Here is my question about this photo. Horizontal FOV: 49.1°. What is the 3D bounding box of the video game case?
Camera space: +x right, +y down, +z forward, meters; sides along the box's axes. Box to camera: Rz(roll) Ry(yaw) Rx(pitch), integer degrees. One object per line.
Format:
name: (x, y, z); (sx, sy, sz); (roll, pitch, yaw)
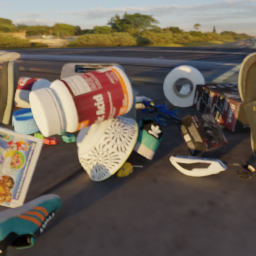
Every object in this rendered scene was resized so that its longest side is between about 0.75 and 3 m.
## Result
video game case: (-2.728, 0.594, 5.126); (1.948, 1.395, 0.176); (18, 3, -12)

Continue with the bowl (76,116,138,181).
bowl: (-0.641, 0.276, 6.314); (0.786, 1.675, 1.675); (37, 4, -27)

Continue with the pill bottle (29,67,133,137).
pill bottle: (-0.918, -0.533, 5.623); (1.835, 1.048, 1.048); (-21, 28, -28)

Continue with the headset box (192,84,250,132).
headset box: (3.878, -0.776, 9.916); (1.983, 1.029, 2.665); (-5, 25, -21)

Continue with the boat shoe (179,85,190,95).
boat shoe: (2.908, -1.975, 14.408); (0.457, 0.406, 1.242); (6, 21, 17)

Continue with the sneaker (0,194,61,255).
sneaker: (-1.627, 1.597, 4.586); (0.646, 0.577, 1.616); (54, 25, 14)

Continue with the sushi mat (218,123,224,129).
sushi mat: (3.284, -0.260, 10.001); (0.706, 0.089, 1.476); (24, 28, 32)

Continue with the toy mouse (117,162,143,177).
toy mouse: (-0.427, 0.896, 6.821); (1.066, 0.232, 1.199); (17, 26, 38)

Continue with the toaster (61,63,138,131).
toaster: (-1.061, -1.009, 8.938); (2.564, 1.522, 2.319); (-1, 30, -9)

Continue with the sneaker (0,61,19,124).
sneaker: (-4.368, -1.135, 8.877); (1.466, 2.760, 1.032); (14, 49, -20)

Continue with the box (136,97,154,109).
box: (0.120, -1.039, 11.919); (1.727, 0.300, 0.951); (-8, 21, -26)

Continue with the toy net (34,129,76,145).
toy net: (-1.645, 0.211, 8.280); (2.425, 0.468, 1.272); (14, 21, 34)

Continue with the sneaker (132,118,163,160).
sneaker: (0.461, 0.205, 7.065); (0.756, 0.846, 2.119); (32, 0, -7)

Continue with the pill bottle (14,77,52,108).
pill bottle: (-3.918, -1.423, 11.655); (2.310, 1.265, 1.265); (8, 21, 20)

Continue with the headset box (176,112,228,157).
headset box: (1.989, 0.140, 7.357); (1.303, 0.969, 0.503); (-7, -22, -44)

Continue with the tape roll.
tape roll: (2.383, -1.762, 11.986); (1.704, 1.704, 0.596); (6, 22, 16)

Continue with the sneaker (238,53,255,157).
sneaker: (3.277, -0.307, 6.296); (1.042, 2.787, 1.481); (-13, 13, 14)

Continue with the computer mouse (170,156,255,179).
computer mouse: (1.882, 0.928, 6.427); (1.866, 0.409, 1.023); (4, 3, 17)

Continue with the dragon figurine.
dragon figurine: (1.276, -0.425, 9.749); (1.829, 0.538, 0.909); (36, 37, 18)

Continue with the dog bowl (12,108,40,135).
dog bowl: (-3.457, -0.279, 9.575); (0.981, 0.436, 1.760); (-17, 24, -21)
